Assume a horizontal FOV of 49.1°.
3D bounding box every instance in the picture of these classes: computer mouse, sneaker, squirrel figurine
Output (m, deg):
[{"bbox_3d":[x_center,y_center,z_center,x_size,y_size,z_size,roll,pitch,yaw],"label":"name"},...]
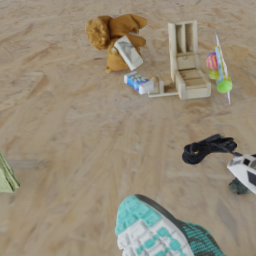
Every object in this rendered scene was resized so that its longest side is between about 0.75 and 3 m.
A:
[{"bbox_3d":[2.547,0.950,5.675,1.494,0.598,2.725,-14,33,-37],"label":"computer mouse"},{"bbox_3d":[2.540,1.211,6.403,0.470,0.821,0.314,-18,29,-1],"label":"sneaker"},{"bbox_3d":[-0.623,-3.546,11.815,2.637,1.866,2.461,21,57,-8],"label":"squirrel figurine"},{"bbox_3d":[0.841,1.952,4.553,1.042,2.686,1.225,-35,14,23],"label":"sneaker"}]

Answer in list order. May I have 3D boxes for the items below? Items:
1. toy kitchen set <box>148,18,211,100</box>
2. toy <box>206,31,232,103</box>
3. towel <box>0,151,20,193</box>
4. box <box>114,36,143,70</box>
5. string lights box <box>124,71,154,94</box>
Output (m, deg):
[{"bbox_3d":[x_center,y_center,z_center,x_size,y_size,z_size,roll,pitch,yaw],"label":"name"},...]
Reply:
[{"bbox_3d":[1.576,-2.364,9.743,1.985,2.195,2.433,-7,28,3],"label":"toy kitchen set"},{"bbox_3d":[3.235,-2.217,10.252,0.637,1.554,2.699,-12,39,15],"label":"toy"},{"bbox_3d":[-3.145,0.955,6.285,1.465,1.087,0.267,-5,24,25],"label":"towel"},{"bbox_3d":[0.026,-2.877,10.809,0.495,1.205,0.412,-38,6,-13],"label":"box"},{"bbox_3d":[0.372,-1.572,9.718,0.511,0.293,0.994,-26,47,-28],"label":"string lights box"}]
